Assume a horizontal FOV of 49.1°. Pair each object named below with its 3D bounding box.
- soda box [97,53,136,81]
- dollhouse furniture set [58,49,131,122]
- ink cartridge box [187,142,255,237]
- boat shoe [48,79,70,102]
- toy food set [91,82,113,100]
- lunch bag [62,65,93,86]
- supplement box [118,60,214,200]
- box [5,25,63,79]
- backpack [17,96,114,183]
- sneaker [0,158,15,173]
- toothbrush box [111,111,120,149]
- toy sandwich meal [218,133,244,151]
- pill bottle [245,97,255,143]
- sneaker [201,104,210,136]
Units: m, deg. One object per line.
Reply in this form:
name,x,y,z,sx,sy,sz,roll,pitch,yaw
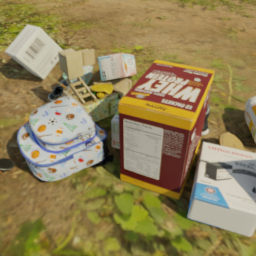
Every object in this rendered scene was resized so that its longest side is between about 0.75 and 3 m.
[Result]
soda box,-0.384,-2.627,12.016,1.011,0.940,2.956,-7,11,12
dollhouse furniture set,-0.810,-1.800,10.577,2.954,2.612,1.642,-24,44,-29
ink cartridge box,2.621,1.535,7.593,1.609,0.928,2.217,13,39,13
boat shoe,-2.777,-1.649,11.741,0.471,0.604,1.330,42,57,-13
toy food set,-0.967,-1.372,10.602,0.812,0.451,1.381,-3,21,-2
lunch bag,-2.361,-2.515,13.084,1.207,0.736,1.028,10,39,4
supplement box,1.124,-0.056,8.177,1.831,2.758,2.720,15,40,19
box,-4.256,-3.473,12.854,1.456,1.699,1.691,28,79,43
backpack,-2.034,0.380,8.476,2.369,1.916,2.487,-33,50,-17
sneaker,-3.912,1.183,8.210,1.077,0.485,0.377,-9,69,-45
toothbrush box,0.022,-0.182,9.605,0.690,1.167,1.603,13,41,13
toy sandwich meal,3.293,0.643,9.077,1.157,0.396,1.157,17,53,-23
pill bottle,4.764,-0.262,9.824,1.096,1.096,1.973,3,38,4
sneaker,2.633,-0.616,10.332,0.680,1.026,1.802,-2,38,3
